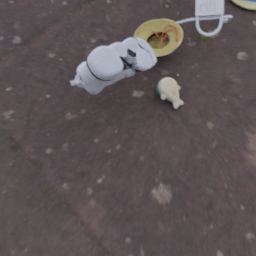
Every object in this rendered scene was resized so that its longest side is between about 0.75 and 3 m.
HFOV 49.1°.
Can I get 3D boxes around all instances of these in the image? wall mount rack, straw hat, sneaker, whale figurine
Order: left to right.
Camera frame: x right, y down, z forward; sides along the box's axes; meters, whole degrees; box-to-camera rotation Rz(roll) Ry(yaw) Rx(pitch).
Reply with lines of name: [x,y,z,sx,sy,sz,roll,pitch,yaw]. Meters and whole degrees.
sneaker: [-0.431,-1.807,8.253,2.726,1.567,1.024,-27,93,-45]
straw hat: [1.068,-2.968,9.865,1.709,0.723,1.709,-2,68,6]
whale figurine: [1.351,-1.110,9.168,0.842,0.549,1.058,-35,93,-24]
wall mount rack: [2.413,-4.536,9.831,2.375,1.019,2.733,0,99,11]

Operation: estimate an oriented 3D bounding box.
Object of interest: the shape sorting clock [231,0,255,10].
shape sorting clock: [5.029,-5.612,11.301,2.182,0.428,2.182,0,66,1]
